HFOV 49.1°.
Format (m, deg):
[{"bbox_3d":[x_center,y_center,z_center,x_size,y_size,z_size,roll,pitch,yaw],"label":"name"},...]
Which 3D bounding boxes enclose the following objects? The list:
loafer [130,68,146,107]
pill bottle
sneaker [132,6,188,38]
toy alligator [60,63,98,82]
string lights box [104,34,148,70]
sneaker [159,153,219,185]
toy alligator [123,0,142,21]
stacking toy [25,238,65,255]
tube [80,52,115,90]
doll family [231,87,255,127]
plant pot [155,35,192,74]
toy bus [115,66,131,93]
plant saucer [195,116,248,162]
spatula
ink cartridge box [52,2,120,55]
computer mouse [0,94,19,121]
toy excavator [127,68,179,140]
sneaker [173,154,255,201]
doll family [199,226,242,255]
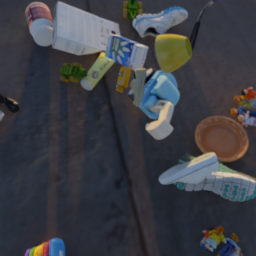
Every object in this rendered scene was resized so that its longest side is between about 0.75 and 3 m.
[{"bbox_3d":[0.242,-1.143,7.872,0.399,0.442,1.167,10,72,-5],"label":"loafer"},{"bbox_3d":[-3.928,-4.653,12.629,1.109,1.109,1.942,-16,57,-11],"label":"pill bottle"},{"bbox_3d":[1.588,-4.710,12.890,2.598,0.974,1.126,-17,65,-3],"label":"sneaker"},{"bbox_3d":[-2.051,-2.174,10.841,2.134,0.513,0.707,7,85,36],"label":"toy alligator"},{"bbox_3d":[-0.099,-2.864,10.559,0.509,0.887,1.727,-8,33,-44],"label":"string lights box"},{"bbox_3d":[1.691,1.265,7.601,1.698,0.620,0.601,-22,97,1],"label":"sneaker"},{"bbox_3d":[0.226,-5.909,13.799,0.891,0.646,2.688,3,51,0],"label":"toy alligator"},{"bbox_3d":[-2.436,3.463,7.427,1.417,0.823,0.778,-14,58,7],"label":"stacking toy"},{"bbox_3d":[-1.209,-2.411,11.484,0.609,0.545,2.101,46,54,-20],"label":"tube"},{"bbox_3d":[4.319,-0.688,10.297,0.988,0.717,1.592,13,74,0],"label":"doll family"},{"bbox_3d":[1.422,-2.287,8.377,0.824,1.161,1.161,-7,50,30],"label":"plant pot"},{"bbox_3d":[-0.169,-1.727,10.045,0.354,0.294,0.904,4,78,35],"label":"toy bus"},{"bbox_3d":[3.172,0.407,9.624,1.783,0.334,1.783,0,56,1],"label":"plant saucer"},{"bbox_3d":[2.514,-3.760,9.386,0.297,2.890,0.817,36,27,33],"label":"spatula"},{"bbox_3d":[-1.798,-4.139,12.418,2.969,0.847,2.413,14,51,-29],"label":"ink cartridge box"},{"bbox_3d":[-4.957,-0.366,10.134,1.131,0.452,2.062,26,54,11],"label":"computer mouse"},{"bbox_3d":[1.000,-0.839,9.057,1.255,2.512,2.442,43,76,-22],"label":"toy excavator"},{"bbox_3d":[2.715,1.379,8.569,2.644,1.026,1.206,13,39,7],"label":"sneaker"},{"bbox_3d":[2.607,3.154,7.636,1.221,0.550,0.758,35,62,21],"label":"doll family"}]
